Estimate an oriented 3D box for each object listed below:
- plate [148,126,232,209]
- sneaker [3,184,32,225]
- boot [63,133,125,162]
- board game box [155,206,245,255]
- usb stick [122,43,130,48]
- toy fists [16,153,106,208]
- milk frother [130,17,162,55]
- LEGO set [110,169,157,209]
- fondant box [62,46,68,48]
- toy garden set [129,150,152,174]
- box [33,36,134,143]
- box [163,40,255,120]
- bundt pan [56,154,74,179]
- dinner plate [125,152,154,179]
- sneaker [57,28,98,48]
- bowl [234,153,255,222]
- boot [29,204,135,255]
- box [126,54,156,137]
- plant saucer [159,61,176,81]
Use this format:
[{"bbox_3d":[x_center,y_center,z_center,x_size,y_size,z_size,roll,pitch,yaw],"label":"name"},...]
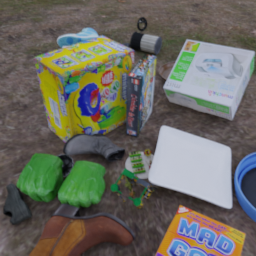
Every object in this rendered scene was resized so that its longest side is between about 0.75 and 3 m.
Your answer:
[{"bbox_3d":[1.990,1.194,8.827,2.494,0.403,2.488,19,44,2],"label":"plate"},{"bbox_3d":[-3.281,2.137,7.961,0.641,0.536,1.412,-31,44,-19],"label":"sneaker"},{"bbox_3d":[-1.043,0.697,9.182,1.264,0.670,1.919,31,30,33],"label":"boot"},{"bbox_3d":[1.481,2.975,6.137,1.495,1.494,1.494,20,44,22],"label":"board game box"},{"bbox_3d":[-0.189,-4.313,15.853,0.527,0.310,1.901,3,40,3],"label":"usb stick"},{"bbox_3d":[-1.945,1.630,8.170,2.582,0.888,1.316,10,46,9],"label":"toy fists"},{"bbox_3d":[1.140,-5.250,15.933,1.580,1.680,1.516,19,39,21],"label":"milk frother"},{"bbox_3d":[0.174,1.828,8.352,1.261,0.731,0.970,17,72,25],"label":"LEGO set"},{"bbox_3d":[-2.515,-4.070,15.363,1.940,0.565,1.400,-11,41,-15],"label":"fondant box"},{"bbox_3d":[0.458,1.064,9.204,0.747,0.179,0.896,-10,41,-4],"label":"toy garden set"},{"bbox_3d":[-1.429,-1.320,10.143,2.867,2.977,1.816,-31,49,-32],"label":"box"},{"bbox_3d":[3.256,-1.963,11.352,2.797,1.352,2.468,22,76,28],"label":"box"},{"bbox_3d":[-2.099,1.272,8.998,0.819,0.307,0.819,-4,61,7],"label":"bundt pan"},{"bbox_3d":[0.478,1.202,9.322,1.145,0.139,1.145,0,41,0],"label":"dinner plate"},{"bbox_3d":[-2.893,-5.229,16.467,2.520,1.002,1.645,-1,40,-15],"label":"sneaker"},{"bbox_3d":[4.606,1.884,8.184,2.937,0.577,2.937,0,40,0],"label":"bowl"},{"bbox_3d":[-1.306,3.108,6.498,2.385,0.867,2.533,14,42,16],"label":"boot"},{"bbox_3d":[0.464,-1.161,10.303,0.478,2.536,1.732,16,42,17],"label":"box"},{"bbox_3d":[2.670,-2.614,13.767,2.326,0.373,2.326,0,40,0],"label":"plant saucer"}]
